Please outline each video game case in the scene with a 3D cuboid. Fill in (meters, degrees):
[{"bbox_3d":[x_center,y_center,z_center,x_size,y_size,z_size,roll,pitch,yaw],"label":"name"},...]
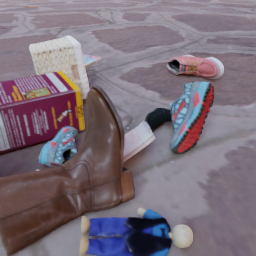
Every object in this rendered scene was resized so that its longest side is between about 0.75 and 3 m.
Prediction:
[{"bbox_3d":[-2.323,-2.956,12.685,1.384,0.169,1.935,15,34,23],"label":"video game case"}]

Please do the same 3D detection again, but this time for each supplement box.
[{"bbox_3d":[-2.821,-0.428,7.311,2.929,1.254,1.616,-17,35,-24],"label":"supplement box"}]

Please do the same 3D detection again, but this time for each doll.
[{"bbox_3d":[0.152,1.792,4.510,1.803,0.437,1.230,0,38,-5],"label":"doll"}]

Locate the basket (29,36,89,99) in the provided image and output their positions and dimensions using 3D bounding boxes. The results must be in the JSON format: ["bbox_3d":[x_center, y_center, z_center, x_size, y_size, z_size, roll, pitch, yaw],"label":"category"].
[{"bbox_3d":[-2.258,-1.903,9.224,1.494,1.841,1.857,-16,29,-16],"label":"basket"}]

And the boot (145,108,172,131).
[{"bbox_3d":[1.121,-0.290,7.740,1.003,0.453,1.224,-1,24,31],"label":"boot"}]

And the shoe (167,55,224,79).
[{"bbox_3d":[2.595,-2.393,11.180,1.060,0.832,2.330,-19,30,-26],"label":"shoe"}]

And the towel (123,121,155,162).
[{"bbox_3d":[0.108,0.303,6.610,1.011,0.171,1.058,-36,20,5],"label":"towel"}]

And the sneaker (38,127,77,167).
[{"bbox_3d":[-1.493,0.506,6.636,0.683,0.567,1.430,25,35,6],"label":"sneaker"}]

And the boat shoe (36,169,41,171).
[{"bbox_3d":[-1.519,1.057,5.701,0.813,0.301,0.270,15,68,2],"label":"boat shoe"}]

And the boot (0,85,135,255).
[{"bbox_3d":[-1.302,0.621,4.871,2.588,2.412,0.831,-15,-1,-24],"label":"boot"}]

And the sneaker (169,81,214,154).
[{"bbox_3d":[1.444,-0.280,7.122,0.952,0.790,1.993,17,72,38],"label":"sneaker"}]
